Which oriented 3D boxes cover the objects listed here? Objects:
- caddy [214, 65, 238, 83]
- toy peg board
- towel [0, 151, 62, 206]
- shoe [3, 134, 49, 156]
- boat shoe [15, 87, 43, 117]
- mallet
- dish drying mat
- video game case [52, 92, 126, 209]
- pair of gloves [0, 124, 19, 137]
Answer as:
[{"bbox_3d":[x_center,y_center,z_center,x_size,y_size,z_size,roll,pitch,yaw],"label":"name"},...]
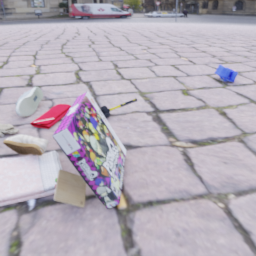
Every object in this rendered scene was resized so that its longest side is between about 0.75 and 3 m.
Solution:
[{"bbox_3d":[5.647,-3.078,16.249,1.040,0.772,1.471,19,22,-15],"label":"caddy"},{"bbox_3d":[-1.475,1.546,6.892,0.781,0.382,0.778,25,47,-30],"label":"toy peg board"},{"bbox_3d":[-2.774,1.302,7.773,1.858,0.314,1.945,-9,27,-18],"label":"towel"},{"bbox_3d":[-3.177,0.514,8.714,1.743,0.609,0.465,5,51,29],"label":"shoe"},{"bbox_3d":[-4.450,-1.061,12.270,0.773,0.757,2.169,-19,28,18],"label":"boat shoe"},{"bbox_3d":[-0.359,-0.833,11.601,1.593,0.328,0.525,-16,49,1],"label":"mallet"},{"bbox_3d":[-3.107,-0.544,11.654,0.856,0.203,2.228,7,27,13],"label":"dish drying mat"},{"bbox_3d":[-0.840,0.455,7.405,0.453,2.292,2.528,-26,21,15],"label":"video game case"},{"bbox_3d":[-4.847,0.223,10.045,1.255,0.259,1.476,8,25,23],"label":"pair of gloves"}]
